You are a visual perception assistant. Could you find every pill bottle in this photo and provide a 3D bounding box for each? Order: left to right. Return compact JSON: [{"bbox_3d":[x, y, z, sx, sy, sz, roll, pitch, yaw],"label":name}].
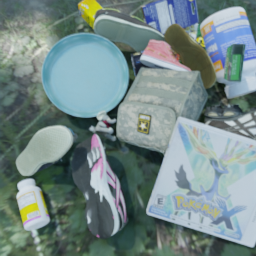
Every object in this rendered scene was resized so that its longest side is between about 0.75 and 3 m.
[{"bbox_3d":[-2.641,2.076,7.668,0.663,0.663,1.272,-21,64,-10],"label":"pill bottle"},{"bbox_3d":[3.424,-2.370,9.192,1.481,1.481,2.644,-15,87,-8],"label":"pill bottle"}]

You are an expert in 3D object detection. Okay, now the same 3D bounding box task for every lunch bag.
[{"bbox_3d":[0.897,-0.466,8.253,1.986,1.423,2.421,13,67,36],"label":"lunch bag"}]

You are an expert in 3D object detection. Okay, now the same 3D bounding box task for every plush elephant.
[{"bbox_3d":[-0.683,-0.092,8.554,0.874,0.720,0.677,16,66,22],"label":"plush elephant"}]

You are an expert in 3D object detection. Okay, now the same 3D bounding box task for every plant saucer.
[{"bbox_3d":[-1.340,-1.645,8.893,2.687,0.368,2.687,1,85,-7],"label":"plant saucer"}]

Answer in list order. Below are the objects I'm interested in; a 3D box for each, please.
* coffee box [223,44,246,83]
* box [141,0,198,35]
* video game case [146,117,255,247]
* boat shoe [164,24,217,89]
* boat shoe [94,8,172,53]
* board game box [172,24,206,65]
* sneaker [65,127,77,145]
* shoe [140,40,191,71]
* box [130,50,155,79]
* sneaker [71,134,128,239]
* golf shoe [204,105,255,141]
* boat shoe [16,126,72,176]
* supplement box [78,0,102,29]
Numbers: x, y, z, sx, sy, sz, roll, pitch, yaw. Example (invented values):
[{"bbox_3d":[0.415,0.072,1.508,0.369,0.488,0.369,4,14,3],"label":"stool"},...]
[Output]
[{"bbox_3d":[2.891,-1.767,7.693,0.349,1.585,0.975,5,105,14],"label":"coffee box"},{"bbox_3d":[1.560,-4.157,10.332,1.975,1.196,0.320,-19,28,-2],"label":"box"},{"bbox_3d":[2.260,1.420,7.171,2.943,0.324,2.683,17,99,1],"label":"video game case"},{"bbox_3d":[2.097,-2.305,8.945,0.814,0.885,2.477,-6,59,-50],"label":"boat shoe"},{"bbox_3d":[0.232,-3.336,9.751,2.942,1.049,0.886,14,48,-24],"label":"boat shoe"},{"bbox_3d":[2.282,-3.004,10.532,1.288,0.288,2.458,13,63,4],"label":"board game box"},{"bbox_3d":[-2.159,0.501,8.399,1.301,0.533,0.476,-43,29,-4],"label":"sneaker"},{"bbox_3d":[1.275,-2.134,8.651,1.712,0.612,0.779,24,84,14],"label":"shoe"},{"bbox_3d":[0.811,-2.029,9.499,1.266,1.256,0.315,-19,31,-9],"label":"box"},{"bbox_3d":[-0.711,1.560,7.680,1.086,1.168,2.705,-19,71,25],"label":"sneaker"},{"bbox_3d":[3.663,-0.001,8.023,2.958,1.150,1.398,2,95,39],"label":"golf shoe"},{"bbox_3d":[-2.210,0.602,7.655,0.751,2.413,0.900,-21,78,-52],"label":"boat shoe"},{"bbox_3d":[-1.277,-4.237,10.525,0.611,0.607,1.115,-41,82,-13],"label":"supplement box"}]
